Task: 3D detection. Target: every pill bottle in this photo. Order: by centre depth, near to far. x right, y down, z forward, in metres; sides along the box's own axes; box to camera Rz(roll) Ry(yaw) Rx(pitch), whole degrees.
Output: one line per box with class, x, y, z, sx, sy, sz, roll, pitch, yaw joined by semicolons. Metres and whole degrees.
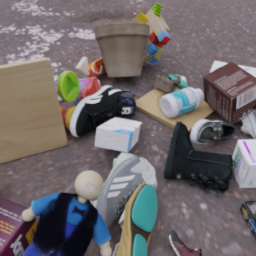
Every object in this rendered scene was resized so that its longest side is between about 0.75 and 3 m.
pill bottle;1.929;-0.930;9.829;1.471;0.815;0.815;-20;44;-22

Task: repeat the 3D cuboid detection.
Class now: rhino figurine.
rhino figurine;1.381;-1.793;11.008;0.739;0.505;1.690;-48;33;-5

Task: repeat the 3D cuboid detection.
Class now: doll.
doll;-1.208;2.187;5.438;1.938;0.688;2.840;24;81;-11

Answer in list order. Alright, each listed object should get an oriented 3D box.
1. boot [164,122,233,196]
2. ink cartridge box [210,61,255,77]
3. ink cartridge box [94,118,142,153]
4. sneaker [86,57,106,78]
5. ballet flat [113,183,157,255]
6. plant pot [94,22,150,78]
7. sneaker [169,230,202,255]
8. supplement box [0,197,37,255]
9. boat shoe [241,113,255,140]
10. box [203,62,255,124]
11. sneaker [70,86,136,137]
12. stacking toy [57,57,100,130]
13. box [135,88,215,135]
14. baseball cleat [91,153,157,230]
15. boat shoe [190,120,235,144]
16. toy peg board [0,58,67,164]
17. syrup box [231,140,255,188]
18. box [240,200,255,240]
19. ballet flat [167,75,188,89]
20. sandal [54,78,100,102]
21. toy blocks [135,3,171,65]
boot;2.091;0.812;8.177;1.809;0.817;2.207;9;48;13
ink cartridge box;4.702;-1.948;11.557;2.654;0.668;1.446;16;42;16
ink cartridge box;-0.243;0.178;8.787;1.026;0.605;1.783;11;14;12
sneaker;-1.284;-2.718;12.303;0.782;0.739;2.026;-17;11;30
ballet flat;0.066;2.370;6.261;0.820;0.892;2.600;-27;29;31
plant pot;-0.218;-3.129;11.622;2.307;2.002;2.307;-2;11;0
sneaker;1.304;2.629;6.103;0.555;0.364;0.962;-36;60;23
supplement box;-2.886;2.806;5.325;1.112;1.432;2.595;15;43;15
boat shoe;4.082;-0.006;9.411;0.525;0.533;1.504;-34;43;30
box;3.455;-1.190;9.403;1.228;1.216;1.480;-28;47;-7
sneaker;-0.639;-0.597;9.574;1.579;1.031;2.822;12;40;23
stacking toy;-1.971;-1.198;9.715;0.955;2.047;2.262;5;40;24
box;1.756;-0.785;10.491;2.490;0.265;2.035;32;50;31
baseball cleat;-0.021;1.606;7.155;1.409;0.923;2.648;10;42;12
boat shoe;2.652;0.101;8.644;0.581;0.705;2.054;15;16;41
toy peg board;-3.592;-0.595;8.407;2.844;2.832;1.391;-16;33;-18
syrup box;4.316;0.982;7.816;2.529;0.996;1.030;0;40;0
box;3.768;2.392;6.633;1.591;0.398;1.603;-6;40;-8
ballet flat;2.060;-1.926;11.429;0.491;0.470;1.395;-49;36;-2
sandal;-2.577;-1.683;11.182;2.913;0.716;1.185;-17;43;-20
toy blocks;0.858;-3.728;12.510;1.436;2.874;1.965;11;49;-42
